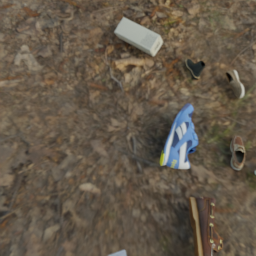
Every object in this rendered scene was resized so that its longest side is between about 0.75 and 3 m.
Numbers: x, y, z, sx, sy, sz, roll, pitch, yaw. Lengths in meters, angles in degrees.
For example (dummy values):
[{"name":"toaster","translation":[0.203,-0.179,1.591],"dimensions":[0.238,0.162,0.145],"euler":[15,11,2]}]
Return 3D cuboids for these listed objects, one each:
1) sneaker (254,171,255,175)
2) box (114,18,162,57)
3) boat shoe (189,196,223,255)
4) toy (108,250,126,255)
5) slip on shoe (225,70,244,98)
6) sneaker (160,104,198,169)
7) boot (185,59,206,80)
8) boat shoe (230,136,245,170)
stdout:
[{"name":"sneaker","translation":[4.594,1.536,9.010],"dimensions":[0.516,1.282,0.490],"euler":[-1,87,-1]},{"name":"box","translation":[0.468,-4.140,12.768],"dimensions":[2.081,0.711,0.855],"euler":[35,94,20]},{"name":"boat shoe","translation":[2.300,3.166,8.081],"dimensions":[0.876,0.876,2.490],"euler":[1,57,4]},{"name":"toy","translation":[-0.151,4.296,7.524],"dimensions":[0.994,0.408,1.726],"euler":[-31,58,26]},{"name":"slip on shoe","translation":[4.339,-1.793,11.456],"dimensions":[0.404,0.507,1.333],"euler":[1,65,-15]},{"name":"sneaker","translation":[1.962,0.325,9.937],"dimensions":[1.068,0.960,2.597],"euler":[19,66,10]},{"name":"boot","translation":[2.899,-2.715,11.926],"dimensions":[0.434,0.775,1.120],"euler":[-9,59,-25]},{"name":"boat shoe","translation":[3.903,0.826,9.836],"dimensions":[0.502,0.476,1.325],"euler":[8,58,4]}]
